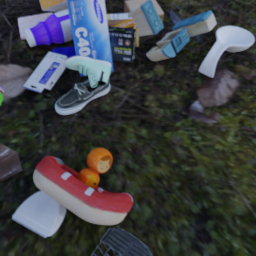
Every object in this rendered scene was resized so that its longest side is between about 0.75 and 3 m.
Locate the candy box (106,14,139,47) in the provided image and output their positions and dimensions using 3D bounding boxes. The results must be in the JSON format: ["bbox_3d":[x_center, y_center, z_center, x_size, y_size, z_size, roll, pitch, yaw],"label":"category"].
[{"bbox_3d":[-0.544,-3.370,9.798,1.834,1.059,0.507,-4,46,-4],"label":"candy box"}]

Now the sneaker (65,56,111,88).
[{"bbox_3d":[-1.194,-1.585,8.071,1.345,0.495,0.793,6,67,-3],"label":"sneaker"}]

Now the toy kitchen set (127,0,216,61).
[{"bbox_3d":[1.487,-3.553,9.107,1.411,1.919,2.395,0,39,46],"label":"toy kitchen set"}]

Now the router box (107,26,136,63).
[{"bbox_3d":[-0.456,-2.813,9.394,1.372,1.028,0.426,9,41,7],"label":"router box"}]

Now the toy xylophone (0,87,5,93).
[{"bbox_3d":[-4.416,-1.055,8.532,1.141,0.287,0.836,-31,60,-23],"label":"toy xylophone"}]

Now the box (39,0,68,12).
[{"bbox_3d":[-2.006,-5.590,10.267,2.758,1.716,1.344,-13,16,20],"label":"box"}]

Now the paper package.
[{"bbox_3d":[0.606,-4.389,10.840,1.241,0.674,1.302,-12,53,-9],"label":"paper package"}]

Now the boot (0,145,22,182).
[{"bbox_3d":[-3.574,0.799,6.620,1.686,1.571,0.542,-37,16,-20],"label":"boot"}]

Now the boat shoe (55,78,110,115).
[{"bbox_3d":[-1.365,-1.080,8.315,1.865,0.662,0.672,-34,65,-23],"label":"boat shoe"}]

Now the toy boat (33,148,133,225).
[{"bbox_3d":[-0.821,1.084,6.034,2.145,1.400,1.402,31,82,10],"label":"toy boat"}]

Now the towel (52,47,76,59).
[{"bbox_3d":[-2.088,-2.544,9.642,1.064,0.264,0.786,-5,53,-1],"label":"towel"}]

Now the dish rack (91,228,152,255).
[{"bbox_3d":[-0.326,2.850,5.502,1.304,0.464,1.700,30,58,19],"label":"dish rack"}]

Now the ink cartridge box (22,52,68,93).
[{"bbox_3d":[-2.574,-1.700,8.851,0.767,0.302,1.542,20,66,22],"label":"ink cartridge box"}]

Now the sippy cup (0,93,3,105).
[{"bbox_3d":[-3.998,-0.789,7.765,1.053,0.827,0.772,6,75,-14],"label":"sippy cup"}]

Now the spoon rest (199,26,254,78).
[{"bbox_3d":[3.363,-2.791,9.557,1.322,0.807,2.661,31,60,21],"label":"spoon rest"}]

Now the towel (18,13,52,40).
[{"bbox_3d":[-3.464,-3.907,10.758,1.411,0.227,1.347,-15,53,-12],"label":"towel"}]

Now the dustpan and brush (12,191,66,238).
[{"bbox_3d":[-1.746,1.651,6.489,1.101,0.451,1.577,17,61,24],"label":"dustpan and brush"}]

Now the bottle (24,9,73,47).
[{"bbox_3d":[-2.405,-3.562,9.994,2.478,1.035,0.809,-27,59,-18],"label":"bottle"}]

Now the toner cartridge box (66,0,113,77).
[{"bbox_3d":[-1.157,-2.821,8.636,1.094,2.304,0.497,-12,29,-8],"label":"toner cartridge box"}]
